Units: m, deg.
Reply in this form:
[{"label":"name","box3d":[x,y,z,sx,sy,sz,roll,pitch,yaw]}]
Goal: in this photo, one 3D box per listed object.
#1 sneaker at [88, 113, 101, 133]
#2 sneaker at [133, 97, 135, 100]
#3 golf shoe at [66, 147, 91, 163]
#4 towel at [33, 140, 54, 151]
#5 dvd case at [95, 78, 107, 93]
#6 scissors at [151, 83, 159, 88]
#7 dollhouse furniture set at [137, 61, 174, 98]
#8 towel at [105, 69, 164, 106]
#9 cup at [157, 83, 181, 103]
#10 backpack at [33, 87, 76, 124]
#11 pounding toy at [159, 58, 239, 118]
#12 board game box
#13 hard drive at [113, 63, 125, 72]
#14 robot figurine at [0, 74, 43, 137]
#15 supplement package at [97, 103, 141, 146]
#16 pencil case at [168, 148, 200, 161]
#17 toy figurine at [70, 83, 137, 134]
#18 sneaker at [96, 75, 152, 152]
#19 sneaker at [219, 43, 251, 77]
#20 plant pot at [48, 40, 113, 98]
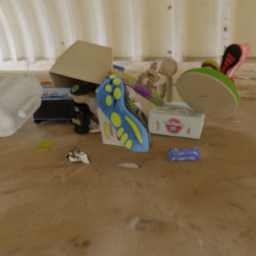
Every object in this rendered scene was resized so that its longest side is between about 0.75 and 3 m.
[{"label":"sneaker","box3d":[-1.491,-0.246,11.178,1.729,0.710,0.673,12,22,35]},{"label":"sneaker","box3d":[0.002,-1.435,14.183,0.657,0.725,1.707,-1,-11,-4]},{"label":"golf shoe","box3d":[-1.409,0.866,7.951,0.436,0.358,0.922,-36,34,-31]},{"label":"towel","box3d":[-2.801,0.571,9.360,0.434,0.091,1.009,1,15,-1]},{"label":"dvd case","box3d":[-0.782,-1.449,11.750,1.059,0.755,0.093,45,8,0]},{"label":"scissors","box3d":[1.314,-2.239,14.287,0.097,0.508,1.389,26,-17,-16]},{"label":"dollhouse furniture set","box3d":[1.191,-1.961,11.804,1.250,0.813,1.148,32,57,16]},{"label":"towel","box3d":[0.323,-1.778,12.007,2.627,0.299,1.887,28,18,-5]},{"label":"cup","box3d":[2.559,-2.002,16.686,1.744,1.247,1.744,0,15,0]},{"label":"backpack","box3d":[-3.165,-1.107,12.884,2.079,1.532,2.277,-1,14,0]},{"label":"pounding toy","box3d":[2.662,-1.621,9.780,2.849,2.199,1.322,22,66,32]},{"label":"board game box","box3d":[2.040,-0.417,11.351,1.950,0.850,2.643,7,16,17]},{"label":"hard drive","box3d":[-1.066,-3.166,15.230,1.604,1.058,0.203,14,57,-9]},{"label":"robot figurine","box3d":[-4.490,-0.851,10.557,2.493,1.660,2.940,3,45,30]},{"label":"supplement package","box3d":[-0.236,-0.146,9.412,1.192,1.246,0.917,5,23,36]},{"label":"pencil case","box3d":[1.628,0.762,8.100,0.925,0.361,0.402,-2,0,-5]},{"label":"toy figurine","box3d":[-0.895,-0.934,11.347,2.704,1.881,2.662,2,16,5]},{"label":"sneaker","box3d":[-0.103,-0.399,8.086,0.946,2.670,1.106,-34,-27,13]},{"label":"sneaker","box3d":[3.809,-2.227,10.549,1.012,2.333,0.860,-23,69,-30]},{"label":"plant pot","box3d":[-1.930,-2.610,13.654,2.695,2.389,2.698,15,-24,4]}]
